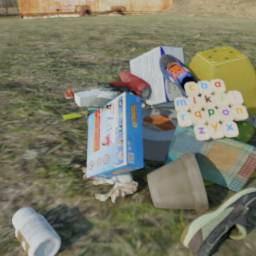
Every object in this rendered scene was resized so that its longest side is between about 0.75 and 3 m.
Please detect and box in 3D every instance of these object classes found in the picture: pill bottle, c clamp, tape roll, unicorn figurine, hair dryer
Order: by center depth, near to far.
[{"bbox_3d":[-2.314,2.583,6.910,0.770,0.770,1.347,-22,36,-35],"label":"pill bottle"},{"bbox_3d":[-0.558,1.324,9.187,1.771,0.952,2.579,-18,53,-25],"label":"unicorn figurine"},{"bbox_3d":[-0.082,-1.706,10.800,1.991,0.710,2.614,26,23,-9],"label":"hair dryer"},{"bbox_3d":[1.234,0.177,11.084,2.780,0.918,2.780,0,28,0],"label":"tape roll"},{"bbox_3d":[-1.342,-0.029,11.952,2.218,0.352,2.597,4,24,-21],"label":"c clamp"}]

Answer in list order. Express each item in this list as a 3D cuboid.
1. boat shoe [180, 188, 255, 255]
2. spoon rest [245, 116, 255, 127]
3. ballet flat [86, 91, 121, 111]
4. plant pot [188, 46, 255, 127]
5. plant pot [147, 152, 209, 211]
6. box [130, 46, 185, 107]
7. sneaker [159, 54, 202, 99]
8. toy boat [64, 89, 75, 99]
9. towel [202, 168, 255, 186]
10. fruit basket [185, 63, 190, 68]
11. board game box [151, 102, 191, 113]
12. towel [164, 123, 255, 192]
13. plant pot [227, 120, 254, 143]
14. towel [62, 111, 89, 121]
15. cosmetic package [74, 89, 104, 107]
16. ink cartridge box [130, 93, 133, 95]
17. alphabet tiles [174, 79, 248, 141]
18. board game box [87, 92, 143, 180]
[{"bbox_3d":[2.578,2.434,7.099,2.738,0.978,0.900,-19,43,-28],"label":"boat shoe"},{"bbox_3d":[5.221,-0.557,11.756,0.711,1.165,2.346,-12,36,-21],"label":"spoon rest"},{"bbox_3d":[-0.635,-0.917,10.201,0.915,0.865,2.716,2,-3,27],"label":"ballet flat"},{"bbox_3d":[3.468,-1.725,10.635,2.238,2.305,2.253,-15,36,-7],"label":"plant pot"},{"bbox_3d":[1.370,1.654,8.029,1.438,1.657,1.657,-16,28,8],"label":"plant pot"},{"bbox_3d":[1.227,-2.017,11.660,1.220,2.139,2.326,-7,1,-29],"label":"box"},{"bbox_3d":[1.882,-1.752,9.659,0.879,0.915,2.333,-39,70,2],"label":"sneaker"},{"bbox_3d":[-3.198,-1.897,15.330,0.505,0.506,0.773,-12,31,-21],"label":"toy boat"},{"bbox_3d":[3.643,1.330,9.712,2.908,0.263,1.251,-7,29,-12],"label":"towel"},{"bbox_3d":[2.494,-2.341,11.788,1.040,0.750,1.040,-15,25,7],"label":"fruit basket"},{"bbox_3d":[2.474,-1.272,14.238,2.593,0.449,1.637,0,30,1],"label":"board game box"},{"bbox_3d":[2.454,0.920,8.401,2.533,1.858,0.275,20,42,10],"label":"towel"},{"bbox_3d":[4.235,0.321,10.826,0.939,0.939,1.004,18,39,29],"label":"plant pot"},{"bbox_3d":[-2.490,-0.580,13.380,1.216,0.110,0.523,-13,26,-20],"label":"towel"},{"bbox_3d":[-1.986,-1.607,14.768,1.500,0.555,0.763,-15,32,-27],"label":"cosmetic package"},{"bbox_3d":[0.343,-2.229,14.306,1.279,1.110,0.278,9,6,11],"label":"ink cartridge box"},{"bbox_3d":[2.345,-0.540,8.029,1.948,0.142,1.905,-7,64,0],"label":"alphabet tiles"},{"bbox_3d":[-0.457,0.332,8.393,0.595,2.130,2.086,14,-25,-34],"label":"board game box"}]
